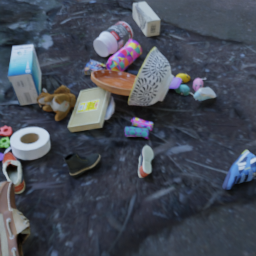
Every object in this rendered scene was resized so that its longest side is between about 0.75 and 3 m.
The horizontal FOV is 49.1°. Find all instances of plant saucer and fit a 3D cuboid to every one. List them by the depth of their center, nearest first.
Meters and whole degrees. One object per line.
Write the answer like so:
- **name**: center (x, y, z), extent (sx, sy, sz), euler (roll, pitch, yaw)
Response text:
- **plant saucer**: center (-0.375, -1.879, 11.713), extent (2.390, 0.386, 2.390), euler (11, 25, -5)

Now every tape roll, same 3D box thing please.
- **tape roll**: center (-3.482, 0.540, 10.004), extent (1.329, 0.465, 1.329), euler (2, 36, -1)

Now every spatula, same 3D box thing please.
- **spatula**: center (-4.326, 0.805, 10.165), extent (0.358, 0.130, 1.268), euler (30, 54, 25)
- **spatula**: center (1.043, -2.299, 12.825), extent (2.814, 0.289, 0.795), euler (19, 54, 19)

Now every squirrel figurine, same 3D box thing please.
- **squirrel figurine**: center (-2.962, -1.138, 11.524), extent (1.372, 1.040, 1.470), euler (18, 35, 29)

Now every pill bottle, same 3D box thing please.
- **pill bottle**: center (-0.758, -4.493, 14.285), extent (1.152, 1.152, 1.988), euler (28, 54, 23)

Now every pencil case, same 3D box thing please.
- **pencil case**: center (0.326, 0.194, 10.547), extent (0.901, 0.383, 0.416), euler (4, 60, 2)
- **pencil case**: center (0.544, -0.144, 10.874), extent (0.850, 0.376, 0.376), euler (14, 49, 14)
- **pencil case**: center (-0.186, -3.405, 13.475), extent (0.938, 0.938, 2.122), euler (22, 51, 19)

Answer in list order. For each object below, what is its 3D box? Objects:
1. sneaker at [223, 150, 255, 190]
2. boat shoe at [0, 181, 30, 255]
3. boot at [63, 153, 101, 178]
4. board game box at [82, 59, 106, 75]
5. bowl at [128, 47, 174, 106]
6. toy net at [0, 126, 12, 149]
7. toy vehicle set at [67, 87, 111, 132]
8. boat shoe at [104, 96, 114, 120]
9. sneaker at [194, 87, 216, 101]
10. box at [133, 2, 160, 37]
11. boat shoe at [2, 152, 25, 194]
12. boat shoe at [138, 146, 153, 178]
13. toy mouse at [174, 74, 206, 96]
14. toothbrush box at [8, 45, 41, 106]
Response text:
- **sneaker**: center (3.772, 1.459, 9.228), extent (0.740, 0.665, 1.799), euler (37, 58, 26)
- **boat shoe**: center (-3.230, 2.864, 7.747), extent (1.055, 1.113, 2.939), euler (-6, 57, -10)
- **boot**: center (-1.524, 1.038, 9.383), extent (1.189, 0.823, 0.461), euler (-36, 38, -25)
- **board game box**: center (-1.682, -2.775, 13.306), extent (0.939, 0.290, 0.938), euler (26, 53, 21)
- **bowl**: center (1.058, -1.794, 11.136), extent (1.171, 2.495, 2.495), euler (26, 52, 5)
- **toy net**: center (-5.371, -0.208, 10.807), extent (1.474, 0.543, 2.810), euler (-16, 50, -14)
- **toy vehicle set**: center (-1.507, -0.801, 11.230), extent (1.348, 0.288, 2.169), euler (-8, 45, 19)
- **boat shoe**: center (-0.743, -0.750, 11.364), extent (0.481, 0.427, 1.306), euler (-11, 44, 23)
- **sneaker**: center (3.194, -1.391, 11.804), extent (1.298, 0.532, 0.480), euler (1, 60, -45)
- **box**: center (1.010, -6.231, 16.003), extent (0.807, 0.970, 2.360), euler (-14, 48, -12)
- **boat shoe**: center (-3.880, 1.395, 9.361), extent (0.611, 0.537, 1.715), euler (-22, 50, -17)
- **boat shoe**: center (0.579, 1.147, 9.659), extent (0.458, 0.403, 1.288), euler (29, 39, -17)
- **toy mouse**: center (2.736, -1.889, 12.453), extent (1.849, 0.358, 1.643), euler (-8, 48, -8)
- **toothbrush box**: center (-4.350, -2.282, 11.979), extent (0.927, 1.591, 2.173), euler (-7, 49, -6)
